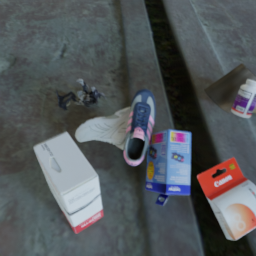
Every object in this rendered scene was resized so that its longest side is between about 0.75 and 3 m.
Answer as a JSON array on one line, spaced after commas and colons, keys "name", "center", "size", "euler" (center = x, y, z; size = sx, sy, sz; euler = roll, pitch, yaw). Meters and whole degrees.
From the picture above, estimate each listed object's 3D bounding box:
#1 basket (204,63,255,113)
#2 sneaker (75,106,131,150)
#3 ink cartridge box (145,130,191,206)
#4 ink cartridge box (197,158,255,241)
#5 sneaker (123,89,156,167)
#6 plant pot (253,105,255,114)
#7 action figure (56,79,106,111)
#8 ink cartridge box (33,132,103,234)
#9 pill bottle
[{"name": "basket", "center": [4.091, -1.585, 10.897], "size": [1.498, 1.661, 1.130], "euler": [31, 29, -28]}, {"name": "sneaker", "center": [-0.620, 0.210, 10.278], "size": [2.866, 1.117, 1.424], "euler": [-18, 85, 18]}, {"name": "ink cartridge box", "center": [1.247, 1.287, 8.935], "size": [0.870, 1.556, 2.280], "euler": [5, 81, -19]}, {"name": "ink cartridge box", "center": [3.389, 2.143, 8.838], "size": [1.719, 0.531, 2.120], "euler": [-20, 81, -22]}, {"name": "sneaker", "center": [0.409, -0.026, 8.948], "size": [0.907, 1.061, 2.587], "euler": [8, 89, -1]}, {"name": "plant pot", "center": [5.695, -1.132, 11.514], "size": [1.741, 1.631, 1.631], "euler": [37, 57, 4]}, {"name": "action figure", "center": [-2.031, -1.424, 12.125], "size": [2.061, 1.052, 1.225], "euler": [-13, 40, -8]}, {"name": "ink cartridge box", "center": [-1.730, 1.691, 8.450], "size": [1.092, 2.608, 1.882], "euler": [-28, 55, -21]}, {"name": "pill bottle", "center": [4.175, -1.026, 9.841], "size": [0.706, 1.255, 0.706], "euler": [14, 20, -5]}]
